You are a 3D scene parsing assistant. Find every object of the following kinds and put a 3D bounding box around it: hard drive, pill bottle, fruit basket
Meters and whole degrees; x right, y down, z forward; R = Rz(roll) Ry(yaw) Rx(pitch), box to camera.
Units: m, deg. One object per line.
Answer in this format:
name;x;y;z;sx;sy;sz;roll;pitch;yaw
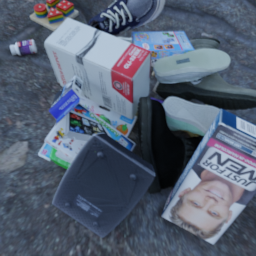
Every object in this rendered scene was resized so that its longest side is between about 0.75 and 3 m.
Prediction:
hard drive;-0.635;1.392;6.666;1.760;2.609;0.552;34;32;0
pill bottle;-4.102;-3.120;10.968;0.918;0.511;0.511;-14;57;-9
fruit basket;-1.178;0.203;8.175;2.158;1.092;2.330;25;78;10

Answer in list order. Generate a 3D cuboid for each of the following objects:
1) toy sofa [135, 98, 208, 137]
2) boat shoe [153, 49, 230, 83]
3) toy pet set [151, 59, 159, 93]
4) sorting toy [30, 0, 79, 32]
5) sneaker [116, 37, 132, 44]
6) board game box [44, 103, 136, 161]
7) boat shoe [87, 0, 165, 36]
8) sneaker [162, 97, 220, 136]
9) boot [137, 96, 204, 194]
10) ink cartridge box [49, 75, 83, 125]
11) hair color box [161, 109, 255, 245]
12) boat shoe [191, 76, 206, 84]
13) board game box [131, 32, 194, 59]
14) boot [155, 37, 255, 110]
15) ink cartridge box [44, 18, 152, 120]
toy sofa;1.193;-0.583;8.946;2.605;1.079;1.271;16;59;10
boat shoe;1.562;-1.488;7.009;1.838;0.655;0.641;-7;64;6
toy pet set;0.837;-2.030;9.148;2.487;1.414;2.664;33;34;8
sorting toy;-3.271;-5.104;12.269;1.550;0.539;1.541;31;62;18
sneaker;-0.046;-2.542;9.039;1.704;0.630;0.676;-14;56;-10
board game box;-0.943;0.383;7.284;2.039;0.353;1.287;37;69;-13
boat shoe;-0.151;-2.854;7.219;1.108;2.389;0.892;-37;104;-30
sneaker;1.739;-0.152;7.518;2.047;1.207;0.753;22;73;-5
boot;1.447;0.367;7.293;2.266;3.031;1.141;-11;37;0
ink cartridge box;-1.399;-0.696;6.380;0.750;0.296;1.508;-41;24;12
hair color box;2.040;1.195;6.398;1.449;2.898;0.877;27;31;7
boat shoe;1.955;-1.459;7.385;0.793;0.271;0.293;-36;77;-17
board game box;0.890;-2.229;7.499;1.491;0.273;1.128;-2;43;-6
boot;2.274;-1.651;7.835;2.976;1.008;1.944;13;81;25
ink cartridge box;-0.732;-1.513;7.368;2.477;1.787;1.037;25;65;14
